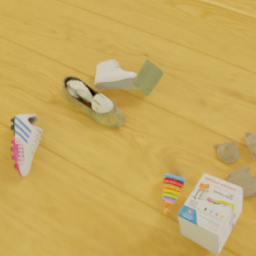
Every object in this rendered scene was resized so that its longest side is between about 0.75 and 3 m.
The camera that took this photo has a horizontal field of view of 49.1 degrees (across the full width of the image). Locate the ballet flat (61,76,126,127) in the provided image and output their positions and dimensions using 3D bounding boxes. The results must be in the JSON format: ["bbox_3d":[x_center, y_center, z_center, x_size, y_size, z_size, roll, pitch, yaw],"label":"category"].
[{"bbox_3d":[-1.362,-1.045,10.413,2.919,1.032,1.032,33,65,18],"label":"ballet flat"}]

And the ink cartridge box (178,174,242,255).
[{"bbox_3d":[2.352,2.388,7.940,1.191,1.170,1.617,19,51,35],"label":"ink cartridge box"}]

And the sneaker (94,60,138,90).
[{"bbox_3d":[-0.254,-2.218,11.217,2.166,0.798,1.252,-1,62,0],"label":"sneaker"}]

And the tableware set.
[{"bbox_3d":[4.124,1.207,9.447,1.947,0.270,2.331,-8,61,-3],"label":"tableware set"}]

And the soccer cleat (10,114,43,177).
[{"bbox_3d":[-3.422,0.477,9.585,1.019,0.825,2.361,-11,60,-10],"label":"soccer cleat"}]

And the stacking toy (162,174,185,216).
[{"bbox_3d":[1.328,2.126,8.795,0.678,0.717,1.236,13,74,11],"label":"stacking toy"}]

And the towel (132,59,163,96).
[{"bbox_3d":[0.752,-1.908,10.651,0.911,0.224,1.228,36,75,-18],"label":"towel"}]
